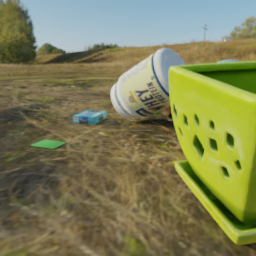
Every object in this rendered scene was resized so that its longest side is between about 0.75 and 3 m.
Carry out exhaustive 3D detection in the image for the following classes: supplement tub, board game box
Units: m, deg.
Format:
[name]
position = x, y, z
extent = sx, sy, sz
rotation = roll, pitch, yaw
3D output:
[supplement tub]
position = 0.871, -1.637, 11.354
extent = 2.869, 2.080, 2.080
rotation = -27, -6, 40
[board game box]
position = -1.657, -0.471, 12.275
extent = 1.021, 0.317, 1.353
rotation = 4, 15, 17

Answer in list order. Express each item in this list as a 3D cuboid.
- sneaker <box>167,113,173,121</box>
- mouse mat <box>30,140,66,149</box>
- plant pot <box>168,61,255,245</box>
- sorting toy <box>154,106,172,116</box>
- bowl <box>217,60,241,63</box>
[sneaker]
position = 2.116, -0.525, 12.113
extent = 0.861, 0.318, 0.377
rotation = -7, -32, 7
[mouse mat]
position = -2.538, 0.519, 8.918
extent = 0.938, 0.035, 0.754
rotation = 5, 15, 23
[plant pot]
position = 2.253, 0.256, 4.648
extent = 2.602, 2.373, 2.615
rotation = -5, 20, -13
[sorting toy]
position = 2.080, -0.798, 12.664
extent = 2.096, 0.308, 1.549
rotation = -10, -15, 21
[bowl]
position = 3.834, -1.548, 11.425
extent = 2.582, 2.582, 1.350
rotation = 11, 10, 36
